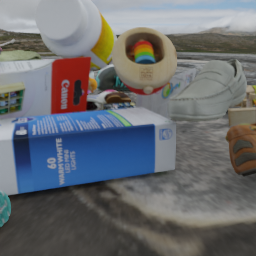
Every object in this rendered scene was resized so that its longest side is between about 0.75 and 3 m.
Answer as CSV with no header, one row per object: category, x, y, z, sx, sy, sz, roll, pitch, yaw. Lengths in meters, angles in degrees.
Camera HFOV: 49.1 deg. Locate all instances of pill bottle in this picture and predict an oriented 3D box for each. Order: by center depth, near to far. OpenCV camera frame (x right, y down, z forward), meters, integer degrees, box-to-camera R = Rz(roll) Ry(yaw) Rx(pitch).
pill bottle,-1.075,-2.088,6.247,1.295,1.295,2.370,3,2,9

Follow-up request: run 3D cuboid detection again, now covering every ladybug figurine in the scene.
ladybug figurine,0.295,-1.222,5.284,1.198,0.635,1.765,2,50,0

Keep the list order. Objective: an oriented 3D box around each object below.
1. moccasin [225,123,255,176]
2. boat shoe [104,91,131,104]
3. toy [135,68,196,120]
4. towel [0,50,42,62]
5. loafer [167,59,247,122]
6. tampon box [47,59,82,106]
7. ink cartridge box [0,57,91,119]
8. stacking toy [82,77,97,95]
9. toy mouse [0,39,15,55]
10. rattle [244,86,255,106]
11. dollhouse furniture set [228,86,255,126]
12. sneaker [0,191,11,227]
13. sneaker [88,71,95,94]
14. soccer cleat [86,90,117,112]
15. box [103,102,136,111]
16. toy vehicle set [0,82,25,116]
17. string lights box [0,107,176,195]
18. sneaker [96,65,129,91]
moccasin,2.116,0.232,4.481,2.177,0.841,0.796,-1,-21,-45
boat shoe,-0.376,-0.910,8.476,0.410,0.410,1.165,54,23,19
toy,0.806,-0.715,6.830,2.134,1.229,0.504,-22,39,-36
towel,-2.572,-1.399,5.829,1.194,0.294,1.609,-22,26,-31
loafer,1.471,-0.731,5.018,0.924,0.922,2.642,6,19,34
tampon box,-2.518,-0.890,7.297,1.858,1.565,2.480,-11,21,-31
ink cartridge box,-1.767,-0.491,5.645,2.192,1.782,0.625,-8,43,-25
stacking toy,-1.565,-1.352,8.835,1.178,1.246,2.147,-20,19,-29
toy mouse,-2.775,-1.186,4.661,1.693,0.328,1.505,-19,33,-5
rattle,3.383,-0.574,8.575,1.483,1.059,0.966,-25,2,19
dollhouse furniture set,2.975,-0.659,7.435,0.641,0.750,1.448,-3,20,18
sneaker,-1.884,1.141,3.020,0.582,0.495,1.276,-10,10,20
sneaker,-2.560,-1.803,10.841,1.085,1.143,2.840,19,27,40
soccer cleat,-0.856,-0.741,8.631,1.649,0.576,0.712,-16,33,-30
box,-0.109,-0.346,7.472,0.947,0.274,1.191,-5,26,-14
toy vehicle set,-2.027,-0.438,4.593,0.584,0.125,0.940,-18,-10,-28
string lights box,-0.840,0.262,4.774,2.931,0.864,1.506,-6,16,-18
sneaker,-0.031,-2.075,11.869,2.875,1.115,1.311,-17,28,-39
